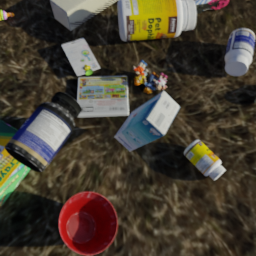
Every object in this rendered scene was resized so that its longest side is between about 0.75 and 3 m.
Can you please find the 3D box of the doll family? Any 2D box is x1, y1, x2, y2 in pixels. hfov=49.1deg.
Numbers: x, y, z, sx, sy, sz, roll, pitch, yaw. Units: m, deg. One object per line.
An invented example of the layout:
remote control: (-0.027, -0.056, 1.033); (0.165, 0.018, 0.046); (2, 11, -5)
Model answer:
doll family: (0.683, -1.656, 9.884); (1.377, 0.621, 0.855); (30, 57, -4)

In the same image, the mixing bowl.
mixing bowl: (-1.117, 2.523, 7.272); (1.521, 0.824, 1.521); (12, 58, -19)

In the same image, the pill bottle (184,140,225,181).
pill bottle: (2.281, 0.970, 8.328); (0.653, 0.653, 1.195); (-36, 68, -17)

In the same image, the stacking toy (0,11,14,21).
stacking toy: (-5.205, -4.634, 11.512); (0.975, 0.535, 0.566); (-9, 65, -17)

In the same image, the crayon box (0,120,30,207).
crayon box: (-3.906, 1.206, 8.138); (1.524, 0.748, 2.566); (27, 65, 14)

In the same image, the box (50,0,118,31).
box: (-1.720, -5.289, 11.548); (2.787, 0.953, 1.145); (-40, 69, -19)

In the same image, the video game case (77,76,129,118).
video game case: (-0.884, -1.101, 9.717); (1.760, 0.201, 1.602); (-2, 62, 0)

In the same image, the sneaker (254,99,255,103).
sneaker: (4.851, -1.101, 9.577); (1.125, 0.421, 0.598); (-40, 66, -20)

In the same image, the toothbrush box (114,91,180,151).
toothbrush box: (0.485, -0.143, 7.511); (0.663, 1.554, 1.138); (43, 55, -11)

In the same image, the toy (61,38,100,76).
toy: (-1.760, -2.564, 10.412); (0.903, 0.370, 1.568); (-23, 65, -15)

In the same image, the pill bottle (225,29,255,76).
pill bottle: (4.033, -2.730, 10.173); (0.934, 0.934, 1.613); (17, 63, 9)

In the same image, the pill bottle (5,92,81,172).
pill bottle: (-2.055, 0.057, 7.109); (1.089, 1.089, 1.947); (26, 64, 13)

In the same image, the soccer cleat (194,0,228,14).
soccer cleat: (3.308, -5.298, 11.744); (1.783, 0.623, 0.770); (-16, 63, -8)

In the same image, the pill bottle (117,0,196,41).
pill bottle: (1.051, -4.165, 10.605); (2.813, 1.537, 1.537); (-6, 62, -2)
